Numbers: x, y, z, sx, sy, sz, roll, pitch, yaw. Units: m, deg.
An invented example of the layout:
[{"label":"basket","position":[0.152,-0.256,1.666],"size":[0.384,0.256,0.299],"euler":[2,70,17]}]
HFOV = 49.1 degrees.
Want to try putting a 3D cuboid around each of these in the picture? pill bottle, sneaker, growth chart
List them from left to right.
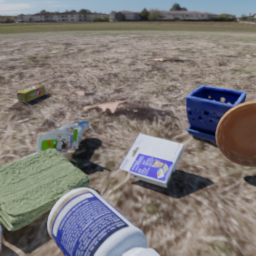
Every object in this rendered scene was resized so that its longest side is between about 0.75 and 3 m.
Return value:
[{"label":"growth chart","position":[-2.242,0.481,9.000],"size":[1.420,1.028,0.126],"euler":[-14,28,-27]},{"label":"sneaker","position":[-1.885,0.233,10.132],"size":[0.718,0.621,1.657],"euler":[53,31,8]},{"label":"pill bottle","position":[-0.459,2.203,5.272],"size":[1.307,1.307,2.259],"euler":[-19,31,-35]}]

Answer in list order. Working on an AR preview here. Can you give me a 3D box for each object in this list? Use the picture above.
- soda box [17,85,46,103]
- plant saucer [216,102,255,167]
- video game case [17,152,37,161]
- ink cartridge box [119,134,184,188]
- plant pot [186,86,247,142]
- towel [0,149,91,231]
[{"label":"soda box","position":[-5.152,-1.860,14.973],"size":[0.541,0.511,1.597],"euler":[9,27,22]},{"label":"plant saucer","position":[3.613,0.173,8.131],"size":[2.056,2.056,0.385],"euler":[5,25,11]},{"label":"video game case","position":[-2.752,1.231,8.743],"size":[1.649,0.149,1.181],"euler":[19,31,36]},{"label":"ink cartridge box","position":[0.726,0.929,8.404],"size":[1.510,0.328,1.496],"euler":[15,52,25]},{"label":"plant pot","position":[3.304,-0.510,10.704],"size":[1.847,1.661,1.847],"euler":[15,29,30]},{"label":"towel","position":[-2.440,1.466,7.306],"size":[1.897,0.467,2.558],"euler":[34,37,26]}]
